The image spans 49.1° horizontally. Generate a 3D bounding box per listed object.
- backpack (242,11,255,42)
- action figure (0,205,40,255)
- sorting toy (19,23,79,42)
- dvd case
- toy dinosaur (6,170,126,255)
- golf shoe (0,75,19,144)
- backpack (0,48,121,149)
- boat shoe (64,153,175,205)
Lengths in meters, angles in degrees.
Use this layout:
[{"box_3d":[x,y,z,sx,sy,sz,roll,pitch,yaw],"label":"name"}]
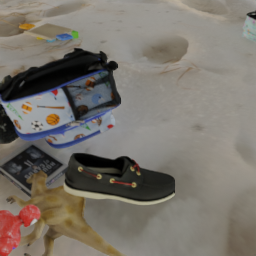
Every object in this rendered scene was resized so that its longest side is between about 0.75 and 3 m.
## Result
[{"box_3d":[5.811,-4.283,11.952,1.562,1.185,1.872,-11,38,-30],"label":"backpack"},{"box_3d":[-2.055,1.891,3.915,2.338,0.604,0.765,-46,36,10],"label":"action figure"},{"box_3d":[-3.524,-4.218,12.520,2.916,0.397,1.642,21,39,24],"label":"sorting toy"},{"box_3d":[-2.205,0.897,6.376,1.386,0.171,1.041,25,46,29],"label":"dvd case"},{"box_3d":[-1.259,1.624,4.910,2.787,0.811,1.409,33,52,29],"label":"toy dinosaur"},{"box_3d":[-3.446,-0.362,7.551,1.104,0.908,2.336,-24,44,11],"label":"golf shoe"},{"box_3d":[-1.644,-0.722,6.768,2.543,2.056,2.669,-17,21,-16],"label":"backpack"},{"box_3d":[-0.059,0.867,4.906,2.042,0.640,0.747,10,19,-15],"label":"boat shoe"}]
